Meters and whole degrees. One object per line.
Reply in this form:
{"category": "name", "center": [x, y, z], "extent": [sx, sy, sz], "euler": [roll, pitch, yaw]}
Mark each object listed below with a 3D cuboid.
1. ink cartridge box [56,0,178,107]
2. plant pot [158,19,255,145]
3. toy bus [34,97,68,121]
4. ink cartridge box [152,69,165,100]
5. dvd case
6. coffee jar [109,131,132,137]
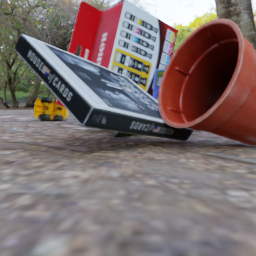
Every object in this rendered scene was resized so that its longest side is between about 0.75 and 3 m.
{"category": "ink cartridge box", "center": [-0.234, -1.572, 7.218], "extent": [2.471, 2.815, 1.180], "euler": [14, -2, -35]}
{"category": "plant pot", "center": [1.582, -0.525, 4.319], "extent": [1.586, 1.631, 1.631], "euler": [21, -6, -27]}
{"category": "toy bus", "center": [-3.288, -0.730, 12.682], "extent": [1.462, 0.992, 1.403], "euler": [3, -11, 8]}
{"category": "ink cartridge box", "center": [1.830, -0.794, 7.545], "extent": [2.659, 1.586, 0.558], "euler": [-6, 20, -30]}
{"category": "dvd case", "center": [-0.247, -0.548, 4.596], "extent": [1.975, 0.325, 2.629], "euler": [44, 20, 32]}
{"category": "coffee jar", "center": [0.113, -0.141, 6.283], "extent": [1.193, 0.509, 0.622], "euler": [-3, 40, -37]}
